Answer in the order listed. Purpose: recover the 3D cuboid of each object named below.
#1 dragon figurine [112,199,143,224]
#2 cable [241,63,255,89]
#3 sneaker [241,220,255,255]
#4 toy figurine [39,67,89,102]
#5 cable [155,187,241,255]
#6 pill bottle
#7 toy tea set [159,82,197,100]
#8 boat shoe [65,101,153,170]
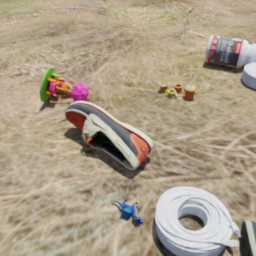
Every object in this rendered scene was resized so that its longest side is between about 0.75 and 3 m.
[{"bbox_3d":[-0.038,1.852,6.281,0.873,0.257,0.434,14,39,16],"label":"dragon figurine"},{"bbox_3d":[5.426,-2.070,11.190,1.653,0.572,1.653,9,38,12],"label":"cable"},{"bbox_3d":[2.688,2.471,5.125,0.919,0.647,1.730,4,36,10],"label":"sneaker"},{"bbox_3d":[-2.155,-1.378,10.153,1.542,1.258,1.675,16,13,-1],"label":"toy figurine"},{"bbox_3d":[1.355,1.960,5.908,1.586,0.549,1.586,-5,37,-4],"label":"cable"},{"bbox_3d":[4.540,-3.319,12.332,2.062,1.195,1.195,15,40,18],"label":"pill bottle"},{"bbox_3d":[1.882,-1.515,10.480,1.482,0.549,0.881,4,37,5],"label":"toy tea set"},{"bbox_3d":[-0.743,0.174,7.876,2.961,1.054,0.926,28,55,22],"label":"boat shoe"}]
